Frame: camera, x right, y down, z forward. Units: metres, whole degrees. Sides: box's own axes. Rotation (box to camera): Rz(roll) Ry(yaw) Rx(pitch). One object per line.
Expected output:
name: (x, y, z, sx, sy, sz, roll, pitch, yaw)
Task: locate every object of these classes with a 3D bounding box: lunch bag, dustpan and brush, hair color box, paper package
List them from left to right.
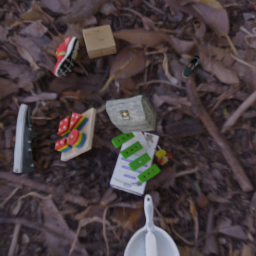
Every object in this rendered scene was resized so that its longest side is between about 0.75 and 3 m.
paper package: (-1.251, -3.777, 12.264, 1.244, 0.644, 1.186, -14, 71, -4)
lunch bag: (0.109, -0.463, 9.152, 1.236, 1.507, 0.886, -6, 63, 24)
hair color box: (0.246, 1.255, 10.479, 1.233, 0.731, 2.256, 17, 70, 4)
dustpan and brush: (0.751, 3.770, 9.563, 1.979, 0.811, 2.836, -3, 71, -1)

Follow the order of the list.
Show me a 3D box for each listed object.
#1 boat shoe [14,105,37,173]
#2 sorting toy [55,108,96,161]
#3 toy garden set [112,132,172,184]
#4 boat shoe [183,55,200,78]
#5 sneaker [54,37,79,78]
boat shoe: (-3.900, 0.405, 10.774, 0.756, 0.917, 2.671, 4, 71, -19)
sorting toy: (-1.991, 0.177, 10.266, 0.573, 1.636, 1.646, 30, 50, -36)
toy garden set: (0.523, 0.867, 10.086, 1.531, 0.367, 1.837, -30, 77, -23)
boat shoe: (2.698, -2.647, 12.037, 0.413, 0.354, 1.129, 32, 75, 10)
sneaker: (-2.767, -3.033, 12.077, 0.857, 0.777, 2.018, 10, 66, 21)
